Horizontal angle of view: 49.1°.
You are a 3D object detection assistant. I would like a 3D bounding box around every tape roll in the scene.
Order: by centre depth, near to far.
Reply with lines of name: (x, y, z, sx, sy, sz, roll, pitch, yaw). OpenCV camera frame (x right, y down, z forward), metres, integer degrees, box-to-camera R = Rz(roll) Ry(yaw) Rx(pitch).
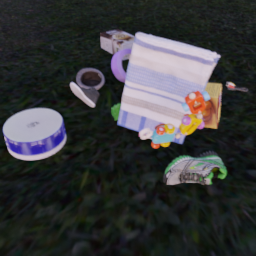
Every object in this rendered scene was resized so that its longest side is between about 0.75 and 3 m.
tape roll: (-0.034, -2.632, 11.889, 1.360, 1.360, 0.446, -30, 16, -34)

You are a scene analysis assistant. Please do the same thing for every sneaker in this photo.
sneaker: (1.777, 1.150, 7.390, 1.838, 0.717, 0.783, -12, 39, -16)
sneaker: (-1.271, -1.106, 8.355, 0.350, 0.991, 0.491, -5, 49, 52)

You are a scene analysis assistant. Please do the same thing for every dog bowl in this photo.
dog bowl: (-2.886, 0.152, 8.727, 1.797, 0.708, 1.797, 0, 37, 0)

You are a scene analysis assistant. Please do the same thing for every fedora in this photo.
fedora: (-1.473, -1.839, 11.115, 1.093, 0.494, 0.967, 7, 67, 2)

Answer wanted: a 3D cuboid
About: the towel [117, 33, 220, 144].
towel: (0.919, -0.941, 7.624, 2.156, 2.936, 0.349, 17, 36, 4)

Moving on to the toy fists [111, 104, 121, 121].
toy fists: (-0.030, -0.610, 9.747, 1.106, 0.564, 0.380, -8, 5, 5)

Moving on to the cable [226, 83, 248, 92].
cable: (4.472, -1.660, 11.552, 0.886, 0.223, 0.430, 19, 41, 23)

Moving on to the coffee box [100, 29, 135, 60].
coffee box: (-0.406, -4.405, 14.695, 1.202, 0.849, 2.127, -24, 43, -29)

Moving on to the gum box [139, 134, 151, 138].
gum box: (0.672, -0.032, 9.311, 0.513, 0.299, 0.903, 6, 37, 8)

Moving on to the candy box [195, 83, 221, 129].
candy box: (1.607, -0.757, 8.607, 2.307, 1.346, 0.651, 9, 53, 23)

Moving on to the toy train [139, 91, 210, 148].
toy train: (1.029, -0.218, 6.140, 1.649, 1.238, 0.459, -31, 51, 13)
